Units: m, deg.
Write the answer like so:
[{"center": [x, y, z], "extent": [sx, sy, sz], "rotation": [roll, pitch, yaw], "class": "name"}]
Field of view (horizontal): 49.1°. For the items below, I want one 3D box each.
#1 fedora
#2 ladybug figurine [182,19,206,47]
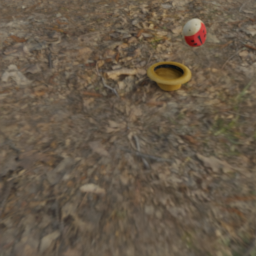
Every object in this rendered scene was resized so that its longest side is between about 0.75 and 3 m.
[{"center": [1.636, -2.031, 11.420], "extent": [1.807, 0.737, 1.807], "rotation": [-1, 43, 1], "class": "fedora"}, {"center": [2.760, -3.785, 11.409], "extent": [0.990, 1.458, 0.525], "rotation": [-43, 57, 14], "class": "ladybug figurine"}]
